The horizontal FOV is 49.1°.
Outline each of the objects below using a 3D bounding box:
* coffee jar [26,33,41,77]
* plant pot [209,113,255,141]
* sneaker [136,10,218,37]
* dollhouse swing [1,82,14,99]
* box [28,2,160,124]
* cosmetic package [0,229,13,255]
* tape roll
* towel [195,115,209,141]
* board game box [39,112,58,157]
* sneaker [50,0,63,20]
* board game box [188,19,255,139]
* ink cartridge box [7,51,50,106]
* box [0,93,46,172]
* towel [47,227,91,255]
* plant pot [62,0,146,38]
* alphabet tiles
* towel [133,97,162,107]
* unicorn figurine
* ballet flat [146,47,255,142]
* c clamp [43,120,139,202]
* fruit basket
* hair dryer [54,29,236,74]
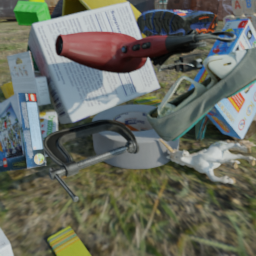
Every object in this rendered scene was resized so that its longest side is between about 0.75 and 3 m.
[{"bbox_3d":[-3.238,-2.598,10.241,0.943,1.152,2.210,6,62,-16],"label":"coffee jar"},{"bbox_3d":[3.684,-0.379,9.619,1.657,1.657,1.438,-6,45,-12],"label":"plant pot"},{"bbox_3d":[1.293,-2.886,7.846,2.333,0.879,0.915,-4,31,-20],"label":"sneaker"},{"bbox_3d":[-5.241,-1.793,13.121,0.796,0.823,0.906,-8,18,34],"label":"dollhouse swing"},{"bbox_3d":[-0.794,-1.471,6.553,2.326,2.139,1.220,-23,7,-23],"label":"box"},{"bbox_3d":[-2.867,2.170,5.408,0.763,0.555,1.500,-23,34,-38],"label":"cosmetic package"},{"bbox_3d":[0.246,0.172,8.961,2.780,0.918,2.780,0,26,0],"label":"tape roll"},{"bbox_3d":[2.746,-0.971,9.933,0.275,1.858,2.533,14,34,4],"label":"towel"},{"bbox_3d":[-3.231,0.188,9.437,1.637,0.449,2.593,-5,27,-11],"label":"board game box"},{"bbox_3d":[-2.305,-3.982,10.302,0.793,0.927,2.260,21,71,11],"label":"sneaker"},{"bbox_3d":[2.654,-1.125,6.960,0.595,2.130,2.086,21,77,50],"label":"board game box"},{"bbox_3d":[-2.222,-1.076,6.198,0.278,1.110,1.279,-17,17,-41],"label":"ink cartridge box"},{"bbox_3d":[-1.984,0.156,4.746,0.312,1.130,1.655,-6,-5,-44],"label":"box"},{"bbox_3d":[-1.087,2.429,5.408,0.523,0.110,1.216,-23,35,-29],"label":"towel"},{"bbox_3d":[-0.671,-3.119,9.213,2.305,2.253,2.238,-18,57,-33],"label":"plant pot"},{"bbox_3d":[3.576,-2.781,8.058,0.142,1.905,1.948,-31,28,-18],"label":"alphabet tiles"},{"bbox_3d":[1.517,-0.715,11.469,1.251,0.263,2.908,-18,32,-29],"label":"towel"},{"bbox_3d":[2.331,0.836,7.838,2.579,0.952,1.771,-4,13,-42],"label":"unicorn figurine"},{"bbox_3d":[1.453,-0.770,5.090,2.716,0.865,0.915,-40,13,22],"label":"ballet flat"},{"bbox_3d":[-0.763,0.532,6.424,2.597,0.352,2.218,-22,40,-38],"label":"c clamp"},{"bbox_3d":[-2.729,-3.445,8.217,1.040,0.750,1.040,-2,44,2],"label":"fruit basket"},{"bbox_3d":[0.144,-1.355,4.490,2.614,0.710,1.991,-3,-2,2],"label":"hair dryer"}]
